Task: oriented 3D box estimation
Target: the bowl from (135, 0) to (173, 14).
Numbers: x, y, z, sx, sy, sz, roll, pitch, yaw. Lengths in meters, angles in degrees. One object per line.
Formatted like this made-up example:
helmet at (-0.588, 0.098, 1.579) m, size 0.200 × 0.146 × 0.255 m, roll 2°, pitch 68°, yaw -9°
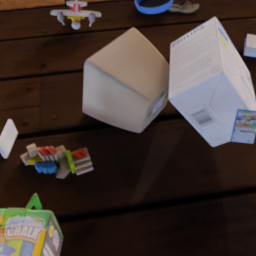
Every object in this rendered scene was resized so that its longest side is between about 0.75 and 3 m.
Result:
bowl at (1.509, -7.316, 16.223) m, size 2.224 × 0.437 × 2.224 m, roll -6°, pitch 50°, yaw 7°

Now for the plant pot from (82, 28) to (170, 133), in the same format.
plant pot at (0.143, -1.411, 10.004) m, size 2.335 × 2.638 × 2.635 m, roll 36°, pitch 57°, yaw 14°

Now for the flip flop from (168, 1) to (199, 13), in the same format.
flip flop at (3.154, -7.015, 16.078) m, size 1.843 × 0.530 × 0.747 m, roll 5°, pitch 49°, yaw 4°

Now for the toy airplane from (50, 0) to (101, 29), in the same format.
toy airplane at (-2.682, -5.839, 14.489) m, size 1.960 × 1.383 × 1.951 m, roll 10°, pitch 17°, yaw 30°

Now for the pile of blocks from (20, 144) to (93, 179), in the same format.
pile of blocks at (-2.321, 0.991, 8.912) m, size 2.380 × 0.740 × 0.977 m, roll 1°, pitch 49°, yaw 1°

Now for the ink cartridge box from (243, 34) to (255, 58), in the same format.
ink cartridge box at (6.094, -3.974, 13.411) m, size 0.935 × 0.523 × 1.371 m, roll 14°, pitch 52°, yaw 12°

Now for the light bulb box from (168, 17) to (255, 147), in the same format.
light bulb box at (2.831, -1.453, 9.254) m, size 1.789 × 2.841 × 2.866 m, roll -24°, pitch 39°, yaw 33°

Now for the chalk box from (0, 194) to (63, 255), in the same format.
chalk box at (-2.624, 2.949, 6.558) m, size 1.706 × 1.715 × 2.756 m, roll 2°, pitch 48°, yaw 1°

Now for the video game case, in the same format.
video game case at (3.050, -0.036, 7.298) m, size 0.624 × 0.871 × 0.078 m, roll 6°, pitch 14°, yaw -8°

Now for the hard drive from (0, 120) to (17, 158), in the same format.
hard drive at (-4.073, 0.366, 9.466) m, size 0.147 × 0.728 × 1.104 m, roll 2°, pitch 49°, yaw 2°
